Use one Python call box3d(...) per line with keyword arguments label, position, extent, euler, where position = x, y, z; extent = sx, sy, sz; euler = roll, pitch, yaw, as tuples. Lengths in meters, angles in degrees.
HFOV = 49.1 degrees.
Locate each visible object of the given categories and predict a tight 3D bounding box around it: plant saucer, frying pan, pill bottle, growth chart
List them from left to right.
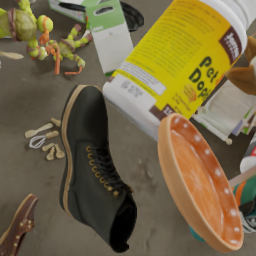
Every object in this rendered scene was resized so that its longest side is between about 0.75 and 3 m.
box3d(label="frying pan", position=(-0.567, -2.968, 7.610), extent=(2.313, 0.376, 1.399), euler=(-25, 65, -34))
box3d(label="pill bottle", position=(1.017, -1.301, 5.287), extent=(1.636, 1.636, 2.995), euler=(39, 89, 16))
box3d(label="plant saucer", position=(1.047, 0.761, 4.174), extent=(0.336, 2.081, 2.081), euler=(-30, 64, 26))
box3d(label="growth chart", position=(3.331, -0.619, 8.687), extent=(2.474, 0.219, 1.791), euler=(-40, 72, -17))
box3d(label="pill bottle", position=(3.867, 0.822, 7.340), extent=(1.449, 1.449, 2.502), euler=(30, 69, 13))

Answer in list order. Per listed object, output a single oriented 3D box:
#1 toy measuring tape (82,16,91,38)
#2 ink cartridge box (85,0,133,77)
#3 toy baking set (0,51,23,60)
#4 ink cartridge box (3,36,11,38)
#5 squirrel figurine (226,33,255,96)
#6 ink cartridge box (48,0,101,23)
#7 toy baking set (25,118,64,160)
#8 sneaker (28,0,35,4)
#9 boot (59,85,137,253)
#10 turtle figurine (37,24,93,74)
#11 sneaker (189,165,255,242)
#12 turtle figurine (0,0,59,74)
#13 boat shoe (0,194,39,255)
box3d(label="toy measuring tape", position=(-1.363, -3.668, 9.944), extent=(0.497, 0.497, 1.350), euler=(20, 67, 9))
box3d(label="ink cartridge box", position=(-0.347, -1.902, 5.995), extent=(0.748, 0.427, 1.441), euler=(-17, 89, 2))
box3d(label="toy baking set", position=(-3.375, -1.398, 5.694), extent=(2.169, 0.252, 1.665), euler=(-13, 33, -31))
box3d(label="ink cartridge box", position=(-4.373, -3.728, 10.101), extent=(1.064, 0.233, 1.074), euler=(1, 67, 0))
box3d(label="squirrel figurine", position=(4.704, -1.995, 8.602), extent=(2.722, 1.926, 2.540), euler=(38, 48, -11))
box3d(label="ink cartridge box", position=(-1.726, -4.602, 10.277), extent=(2.172, 0.644, 1.127), euler=(26, 68, 11))
box3d(label="toy baking set", position=(-2.263, 0.270, 8.296), extent=(1.531, 0.178, 1.175), euler=(32, 69, 14))
box3d(label="sneaker", position=(-4.185, -5.411, 10.648), extent=(1.624, 0.649, 0.580), euler=(40, 71, 16))
box3d(label="boot", position=(-0.387, 0.569, 4.737), extent=(0.973, 1.738, 2.513), euler=(-6, 103, -36))
box3d(label="turtle figurine", position=(-2.075, -2.796, 9.451), extent=(1.986, 0.640, 1.602), euler=(33, 69, 14))
box3d(label="sneaker", position=(2.120, 1.538, 5.208), extent=(0.861, 0.964, 2.412), euler=(39, 113, -13))
box3d(label="turtle figurine", position=(-2.439, -2.143, 6.078), extent=(1.941, 2.407, 0.775), euler=(3, 46, 3))
box3d(label="boat shoe", position=(-2.665, 2.500, 7.081), extent=(0.563, 0.563, 1.601), euler=(22, 75, 13))
